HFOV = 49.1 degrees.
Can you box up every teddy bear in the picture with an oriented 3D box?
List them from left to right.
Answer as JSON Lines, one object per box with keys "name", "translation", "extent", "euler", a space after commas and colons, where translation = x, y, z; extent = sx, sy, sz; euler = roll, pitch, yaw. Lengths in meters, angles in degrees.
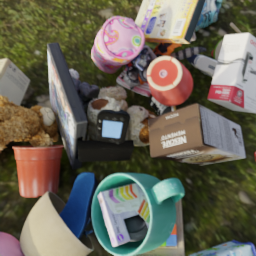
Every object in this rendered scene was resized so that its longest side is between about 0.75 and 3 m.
{"name": "teddy bear", "translation": [-2.794, -0.140, 7.301], "extent": [1.934, 2.667, 0.890], "euler": [42, 110, 37]}

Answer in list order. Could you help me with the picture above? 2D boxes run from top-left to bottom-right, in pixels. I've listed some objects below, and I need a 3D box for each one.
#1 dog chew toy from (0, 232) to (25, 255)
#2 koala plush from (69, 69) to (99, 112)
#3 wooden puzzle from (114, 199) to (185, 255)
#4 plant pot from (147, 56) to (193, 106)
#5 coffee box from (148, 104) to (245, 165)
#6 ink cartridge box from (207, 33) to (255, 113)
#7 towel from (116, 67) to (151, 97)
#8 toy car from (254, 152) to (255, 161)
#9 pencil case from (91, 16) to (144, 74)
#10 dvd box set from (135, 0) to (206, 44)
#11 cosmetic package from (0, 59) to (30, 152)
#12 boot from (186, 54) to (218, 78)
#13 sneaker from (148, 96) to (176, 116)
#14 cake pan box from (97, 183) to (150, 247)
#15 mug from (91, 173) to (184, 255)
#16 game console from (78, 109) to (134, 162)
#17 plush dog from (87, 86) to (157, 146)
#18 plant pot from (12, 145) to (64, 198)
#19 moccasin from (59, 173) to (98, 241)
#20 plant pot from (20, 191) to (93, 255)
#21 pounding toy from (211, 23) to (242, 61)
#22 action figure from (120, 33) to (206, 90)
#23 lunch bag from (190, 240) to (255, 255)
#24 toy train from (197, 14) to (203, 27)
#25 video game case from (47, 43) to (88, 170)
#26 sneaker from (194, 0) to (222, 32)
{"name": "dog chew toy", "translation": [-3.498, 2.929, 6.211], "extent": [2.496, 1.554, 1.554], "euler": [11, 60, 25]}
{"name": "koala plush", "translation": [-1.570, -1.168, 8.722], "extent": [1.146, 1.016, 1.053], "euler": [34, 30, 10]}
{"name": "wooden puzzle", "translation": [0.532, 2.330, 7.127], "extent": [1.733, 0.433, 1.871], "euler": [1, 61, 1]}
{"name": "plant pot", "translation": [1.069, -1.312, 7.588], "extent": [1.280, 1.132, 1.280], "euler": [-2, 83, 18]}
{"name": "coffee box", "translation": [1.746, 0.294, 6.930], "extent": [1.350, 2.388, 0.953], "euler": [-18, 68, 39]}
{"name": "ink cartridge box", "translation": [3.213, -1.518, 7.994], "extent": [1.402, 0.792, 1.910], "euler": [14, 91, -36]}
{"name": "towel", "translation": [0.549, -1.934, 9.616], "extent": [1.284, 0.263, 1.755], "euler": [27, 64, 14]}
{"name": "toy car", "translation": [4.720, 0.614, 8.112], "extent": [1.728, 0.385, 1.626], "euler": [26, 64, 13]}
{"name": "pencil case", "translation": [-0.400, -2.312, 8.114], "extent": [1.199, 2.743, 1.199], "euler": [-1, 95, -11]}
{"name": "dvd box set", "translation": [1.088, -3.203, 7.878], "extent": [2.198, 0.323, 1.608], "euler": [22, 92, 48]}
{"name": "cosmetic package", "translation": [-4.171, -0.459, 8.067], "extent": [1.536, 1.084, 2.967], "euler": [-5, 56, 23]}
{"name": "boot", "translation": [2.713, -2.052, 9.335], "extent": [1.598, 0.581, 0.722], "euler": [22, 18, -29]}
{"name": "sneaker", "translation": [1.022, -0.597, 8.575], "extent": [0.798, 0.689, 1.821], "euler": [3, 51, -1]}
{"name": "cake pan box", "translation": [0.018, 1.903, 6.232], "extent": [1.115, 0.317, 1.211], "euler": [-8, 63, -26]}
{"name": "mug", "translation": [0.342, 1.867, 6.140], "extent": [2.057, 1.272, 1.690], "euler": [0, 81, 41]}
{"name": "game console", "translation": [-0.487, 0.245, 6.310], "extent": [1.328, 2.252, 0.271], "euler": [-1, 61, -8]}
{"name": "plush dog", "translation": [-0.021, -0.031, 7.820], "extent": [1.997, 1.866, 2.325], "euler": [10, 20, 2]}
{"name": "plant pot", "translation": [-2.317, 1.094, 7.269], "extent": [1.272, 1.272, 1.237], "euler": [0, 89, 0]}
{"name": "moccasin", "translation": [-1.171, 2.201, 6.919], "extent": [0.894, 0.758, 2.223], "euler": [9, 53, 22]}
{"name": "plant pot", "translation": [-1.763, 2.472, 6.409], "extent": [1.137, 1.694, 1.694], "euler": [-38, 67, -10]}
{"name": "pounding toy", "translation": [3.467, -2.764, 9.809], "extent": [1.100, 0.661, 1.425], "euler": [25, 99, -19]}
{"name": "action figure", "translation": [0.917, -2.036, 8.439], "extent": [2.622, 1.418, 2.710], "euler": [-34, 22, 19]}
{"name": "lunch bag", "translation": [2.173, 3.618, 6.055], "extent": [1.580, 1.184, 1.858], "euler": [-13, 75, -10]}
{"name": "toy train", "translation": [1.353, -3.318, 8.861], "extent": [1.067, 1.844, 0.781], "euler": [11, 73, -40]}
{"name": "video game case", "translation": [-1.709, -0.520, 7.610], "extent": [0.333, 2.357, 2.609], "euler": [-13, 61, -21]}
{"name": "sneaker", "translation": [2.807, -4.281, 10.521], "extent": [1.132, 1.018, 2.622], "euler": [25, 64, 10]}
